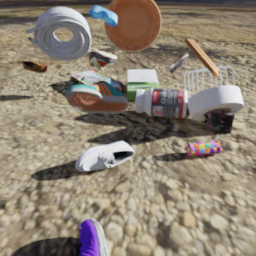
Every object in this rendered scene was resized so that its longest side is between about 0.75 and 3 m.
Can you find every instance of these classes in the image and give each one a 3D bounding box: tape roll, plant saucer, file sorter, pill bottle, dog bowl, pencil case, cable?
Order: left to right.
[{"bbox_3d":[-2.059,-2.903,8.863,1.745,1.746,0.604,-24,49,18],"label":"cable"},{"bbox_3d":[-0.842,-3.863,9.624,1.030,0.255,0.574,21,-6,-7],"label":"dog bowl"},{"bbox_3d":[0.198,-4.637,12.329,2.500,2.500,0.468,0,35,1],"label":"plant saucer"},{"bbox_3d":[1.333,-1.004,11.234,1.980,1.147,1.147,4,30,9],"label":"pill bottle"},{"bbox_3d":[1.935,-1.836,7.272,1.285,0.207,1.285,41,22,-20],"label":"plant saucer"},{"bbox_3d":[2.408,0.664,9.025,1.089,0.481,0.481,-2,30,-6],"label":"pencil case"},{"bbox_3d":[3.361,-1.840,11.848,1.445,1.296,2.082,-6,7,-9],"label":"file sorter"},{"bbox_3d":[3.182,-0.861,10.303,1.924,1.924,0.673,-8,75,-2],"label":"tape roll"}]

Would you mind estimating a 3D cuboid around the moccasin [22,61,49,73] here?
[{"bbox_3d":[-3.220,-2.148,9.728,0.950,0.367,0.347,17,67,10],"label":"moccasin"}]

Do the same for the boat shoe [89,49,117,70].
[{"bbox_3d":[-0.999,-2.483,10.329,0.742,0.652,2.084,12,12,-27],"label":"boat shoe"}]

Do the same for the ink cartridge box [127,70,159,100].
[{"bbox_3d":[0.653,-1.924,13.150,1.429,0.816,2.752,0,30,0],"label":"ink cartridge box"}]

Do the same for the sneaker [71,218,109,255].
[{"bbox_3d":[-0.878,2.643,5.261,1.080,0.755,2.171,-9,31,-15],"label":"sneaker"}]

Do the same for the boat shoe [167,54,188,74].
[{"bbox_3d":[2.234,-2.815,12.355,1.121,0.363,0.403,-39,11,-5],"label":"boat shoe"}]

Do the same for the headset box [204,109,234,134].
[{"bbox_3d":[3.344,-0.266,10.345,1.001,0.745,0.387,10,31,16],"label":"headset box"}]

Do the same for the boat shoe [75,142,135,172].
[{"bbox_3d":[-0.643,0.890,8.393,1.874,0.690,0.613,-22,33,-31],"label":"boat shoe"}]

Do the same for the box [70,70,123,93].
[{"bbox_3d":[-1.622,-2.205,13.993,1.490,0.470,2.707,-21,36,-32],"label":"box"}]

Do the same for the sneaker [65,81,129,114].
[{"bbox_3d":[-0.851,-0.846,7.208,1.904,0.680,0.761,7,44,-47],"label":"sneaker"}]
